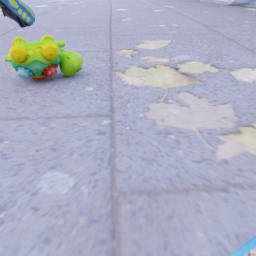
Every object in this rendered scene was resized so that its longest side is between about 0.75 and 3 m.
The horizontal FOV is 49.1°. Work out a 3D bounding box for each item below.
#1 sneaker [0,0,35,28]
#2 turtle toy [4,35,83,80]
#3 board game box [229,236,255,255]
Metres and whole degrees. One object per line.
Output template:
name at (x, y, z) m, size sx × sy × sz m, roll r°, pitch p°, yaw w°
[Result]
sneaker at (-2.736, -2.782, 6.182) m, size 0.582 × 1.404 × 0.498 m, roll -15°, pitch 41°, yaw 42°
turtle toy at (-3.070, -2.530, 10.343) m, size 2.779 × 1.404 × 2.025 m, roll -8°, pitch 30°, yaw -14°
board game box at (1.963, 1.957, 3.691) m, size 1.355 × 0.305 × 1.030 m, roll -17°, pitch 34°, yaw -27°
